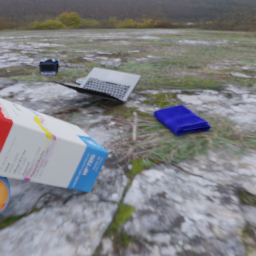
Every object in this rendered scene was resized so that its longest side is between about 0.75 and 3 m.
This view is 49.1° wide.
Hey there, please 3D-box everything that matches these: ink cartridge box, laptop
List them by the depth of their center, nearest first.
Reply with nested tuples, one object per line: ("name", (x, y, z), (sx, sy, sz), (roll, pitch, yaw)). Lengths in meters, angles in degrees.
("ink cartridge box", (-2.087, 0.225, 5.526), (2.959, 0.995, 1.719), (23, 6, -40))
("laptop", (-1.151, -1.959, 11.267), (2.418, 1.497, 2.582), (15, 56, 23))

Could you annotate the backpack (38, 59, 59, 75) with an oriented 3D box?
("backpack", (-4.464, -3.523, 16.012), (1.079, 0.795, 1.182), (-2, 25, -4))

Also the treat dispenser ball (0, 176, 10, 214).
("treat dispenser ball", (-2.669, 1.166, 4.949), (1.091, 1.091, 1.091), (0, 24, 0))

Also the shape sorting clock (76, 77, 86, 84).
("shape sorting clock", (-1.900, -2.423, 14.151), (1.432, 0.281, 1.432), (0, 23, 0))

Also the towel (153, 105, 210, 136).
("towel", (1.706, -0.306, 9.139), (1.252, 0.420, 1.696), (-8, 25, -19))
